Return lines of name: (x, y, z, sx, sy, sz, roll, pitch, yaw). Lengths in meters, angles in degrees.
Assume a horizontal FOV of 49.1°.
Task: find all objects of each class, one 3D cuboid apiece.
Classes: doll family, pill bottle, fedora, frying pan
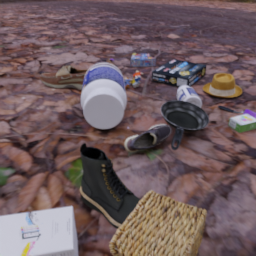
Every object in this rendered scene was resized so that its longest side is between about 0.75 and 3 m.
doll family: (0.061, -2.171, 13.157, 1.456, 0.656, 0.904, -15, 36, 10)
pill bottle: (-0.893, -1.220, 10.339, 1.647, 1.647, 2.846, -2, 30, -4)
fedora: (4.244, -1.963, 12.512, 1.843, 0.752, 1.843, 0, 30, 0)
frying pan: (1.935, -0.051, 9.107, 1.669, 0.449, 2.760, 5, 39, -8)
pill bottle: (2.373, -1.170, 11.138, 0.776, 0.776, 1.398, -1, 31, -2)

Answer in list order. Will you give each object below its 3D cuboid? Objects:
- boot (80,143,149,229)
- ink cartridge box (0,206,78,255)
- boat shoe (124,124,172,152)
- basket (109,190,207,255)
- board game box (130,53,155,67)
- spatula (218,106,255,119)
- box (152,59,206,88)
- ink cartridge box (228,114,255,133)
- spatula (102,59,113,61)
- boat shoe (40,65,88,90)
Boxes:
boot: (-0.256, 1.330, 6.175, 2.173, 1.503, 0.842, 17, 34, 25)
ink cartridge box: (-1.644, 2.230, 5.124, 1.374, 1.012, 0.994, -6, 31, -9)
boat shoe: (0.705, 0.326, 8.580, 1.688, 0.607, 0.547, -18, 8, -25)
basket: (0.565, 2.155, 5.075, 1.232, 1.181, 1.654, 15, 31, 24)
board game box: (0.888, -3.882, 16.081, 1.391, 0.429, 1.392, 5, 31, 6)
spatula: (4.185, -0.628, 10.816, 1.492, 0.153, 0.422, 19, 53, 32)
box: (2.586, -2.743, 14.011, 1.915, 0.554, 2.410, 19, 35, 29)
ink cartridge box: (4.195, -0.194, 9.918, 1.111, 0.329, 0.577, -12, 32, -19)
spatula: (-1.210, -4.047, 16.706, 0.783, 0.080, 0.221, -15, 33, -24)
boat shoe: (-2.754, -2.433, 13.043, 2.806, 1.007, 1.063, 5, 31, 8)
